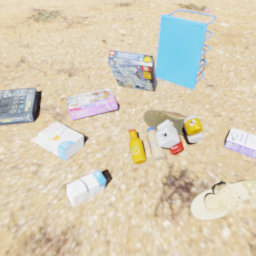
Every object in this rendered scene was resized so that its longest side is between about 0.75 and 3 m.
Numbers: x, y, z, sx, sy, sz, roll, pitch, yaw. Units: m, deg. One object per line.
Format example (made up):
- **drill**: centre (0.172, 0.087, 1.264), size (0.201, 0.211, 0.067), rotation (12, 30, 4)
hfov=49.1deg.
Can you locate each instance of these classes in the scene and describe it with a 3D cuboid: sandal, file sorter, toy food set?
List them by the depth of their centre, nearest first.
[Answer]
- **sandal**: centre (2.852, 1.784, 7.836), size (2.403, 0.790, 0.881), rotation (-13, 42, -15)
- **toy food set**: centre (1.201, 0.142, 8.775), size (1.245, 2.609, 1.174), rotation (11, 55, -41)
- **file sorter**: centre (2.601, -3.583, 12.586), size (1.992, 2.871, 1.761), rotation (24, 42, 26)

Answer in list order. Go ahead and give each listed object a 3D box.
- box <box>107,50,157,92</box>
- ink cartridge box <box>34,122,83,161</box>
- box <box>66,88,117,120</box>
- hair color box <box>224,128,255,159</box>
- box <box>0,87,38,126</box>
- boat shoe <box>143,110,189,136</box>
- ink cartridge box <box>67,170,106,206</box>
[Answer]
- **box**: centre (0.253, -2.247, 11.413), size (1.702, 2.486, 0.496), rotation (11, 77, 11)
- **ink cartridge box**: centre (-2.425, 0.369, 9.636), size (1.585, 0.538, 0.912), rotation (25, 42, 25)
- **box**: centre (-1.485, -0.985, 11.239), size (1.859, 0.364, 1.272), rotation (-14, 36, -10)
- **hair color box**: centre (4.052, 0.553, 9.574), size (1.299, 0.421, 0.710), rotation (22, 46, 21)
- **box**: centre (-4.484, -0.890, 11.193), size (1.525, 0.493, 1.933), rotation (-7, 40, -7)
- **boat shoe**: centre (1.608, -0.209, 10.294), size (2.144, 0.772, 0.724), rotation (14, 17, 25)
- **ink cartridge box**: centre (-1.193, 1.702, 7.920), size (1.017, 0.735, 0.428), rotation (-24, 63, -25)
